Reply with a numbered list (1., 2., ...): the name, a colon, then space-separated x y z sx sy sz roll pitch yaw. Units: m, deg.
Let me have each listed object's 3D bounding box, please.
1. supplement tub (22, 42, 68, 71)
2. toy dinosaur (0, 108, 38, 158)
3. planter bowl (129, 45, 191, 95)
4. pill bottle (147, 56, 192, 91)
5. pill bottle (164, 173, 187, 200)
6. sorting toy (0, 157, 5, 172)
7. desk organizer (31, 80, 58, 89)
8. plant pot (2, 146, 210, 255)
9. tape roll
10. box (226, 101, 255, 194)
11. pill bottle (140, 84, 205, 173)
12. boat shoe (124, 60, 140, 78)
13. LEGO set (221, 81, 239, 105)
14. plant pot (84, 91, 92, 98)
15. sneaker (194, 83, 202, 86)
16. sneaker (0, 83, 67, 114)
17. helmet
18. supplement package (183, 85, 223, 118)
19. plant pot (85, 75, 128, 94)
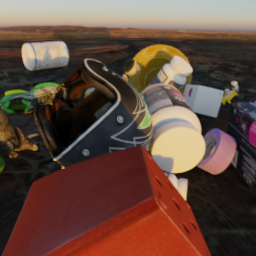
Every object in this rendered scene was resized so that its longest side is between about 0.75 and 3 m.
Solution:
1. supplement tub: -6.083 -5.304 20.566 2.885 1.903 1.903 -17 28 -35
2. toy dinosaur: -3.472 0.061 7.616 0.936 2.433 1.244 -19 42 7
3. planter bowl: 1.492 -2.380 13.450 2.892 2.892 1.205 1 -11 3
4. pill bottle: 1.699 -1.945 11.822 1.162 1.997 1.162 25 37 -21
5. pill bottle: 0.644 1.308 6.102 1.229 0.690 0.690 5 23 12
6. sorting toy: -3.931 1.319 5.886 1.715 1.172 2.855 16 11 0
7. desk organizer: -4.339 -2.125 14.643 0.485 0.521 1.353 19 29 39
8. plant pot: -0.088 1.349 3.442 1.675 1.899 1.900 -34 21 9
9. tape roll: 2.212 0.603 7.185 0.464 1.091 1.091 27 20 -11
10. box: 3.495 0.542 6.488 1.477 1.702 2.575 -4 24 -4
11. pill bottle: 1.130 -0.084 8.096 1.654 1.654 2.843 -2 28 -5
12. boat shoe: 0.218 -2.389 11.436 0.576 0.642 1.734 42 15 -16
13. LEGO set: 4.282 -1.498 12.978 1.752 0.806 0.652 -23 14 -12
14. plant pot: -1.067 -0.530 9.485 1.392 1.275 1.392 9 16 -3
15. sneaker: 3.353 -1.729 13.241 0.767 0.865 2.046 9 24 22
16. sneaker: -3.891 -1.102 11.784 2.753 1.074 1.173 -17 34 -16
17. helmet: -0.668 -0.016 6.605 2.669 2.669 2.545 -17 63 -36
18. supplement package: 2.674 -1.035 10.370 0.953 0.965 1.591 13 8 -7
19. plant pot: -0.731 -1.040 10.831 1.601 1.749 1.749 -10 21 9
